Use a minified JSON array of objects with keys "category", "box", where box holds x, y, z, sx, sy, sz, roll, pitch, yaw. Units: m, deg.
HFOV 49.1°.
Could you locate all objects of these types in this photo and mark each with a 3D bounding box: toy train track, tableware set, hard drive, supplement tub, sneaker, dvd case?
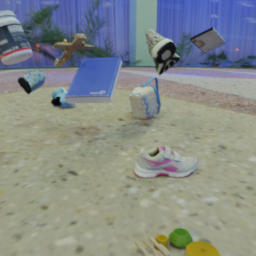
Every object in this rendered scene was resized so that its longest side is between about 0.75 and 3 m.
[{"category":"toy train track","box":[-2.397,-3.155,11.170,1.557,0.442,2.715,-6,-8,-33]},{"category":"tableware set","box":[1.060,2.312,4.553,1.291,0.294,1.917,-6,16,-30]},{"category":"hard drive","box":[-1.255,-1.886,10.731,1.675,0.322,2.539,0,45,11]},{"category":"supplement tub","box":[-3.173,-2.378,7.490,0.844,1.203,0.844,-21,10,4]},{"category":"sneaker","box":[1.304,-3.141,11.422,1.131,1.303,2.941,-34,-12,3]},{"category":"sneaker","box":[1.119,0.930,8.105,1.885,0.832,0.767,-3,17,-9]},{"category":"sneaker","box":[-4.249,-1.835,17.148,1.149,1.001,2.555,-14,21,-31]},{"category":"dvd case","box":[3.382,-3.674,11.858,1.032,0.127,1.447,-19,-21,35]}]

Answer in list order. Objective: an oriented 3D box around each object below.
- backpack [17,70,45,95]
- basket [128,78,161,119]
[{"category":"backpack","box":[-4.082,-2.055,12.134,1.041,0.849,0.800,-31,-11,-44]},{"category":"basket","box":[1.010,-1.492,14.511,1.442,1.828,2.073,11,31,41]}]
